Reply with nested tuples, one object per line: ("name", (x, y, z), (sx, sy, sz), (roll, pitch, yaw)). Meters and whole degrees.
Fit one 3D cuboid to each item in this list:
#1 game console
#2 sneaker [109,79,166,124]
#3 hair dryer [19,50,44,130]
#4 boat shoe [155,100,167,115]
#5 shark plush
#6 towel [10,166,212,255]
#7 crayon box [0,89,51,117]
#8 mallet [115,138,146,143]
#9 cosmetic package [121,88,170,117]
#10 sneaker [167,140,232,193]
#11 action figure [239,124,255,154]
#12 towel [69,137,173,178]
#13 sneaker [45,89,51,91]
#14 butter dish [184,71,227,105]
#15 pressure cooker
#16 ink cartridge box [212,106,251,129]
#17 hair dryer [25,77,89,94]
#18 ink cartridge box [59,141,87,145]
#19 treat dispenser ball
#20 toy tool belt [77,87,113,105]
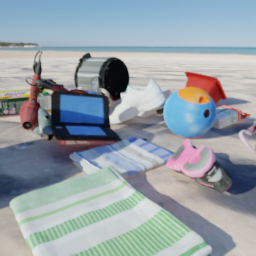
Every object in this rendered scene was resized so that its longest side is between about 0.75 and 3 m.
("game console", (-1.232, -0.337, 7.987), (1.795, 1.065, 1.547), (2, 17, -24))
("sneaker", (0.124, -0.957, 9.909), (2.399, 1.062, 0.903), (-23, 15, 29))
("hair dryer", (-3.508, -1.159, 10.072), (0.774, 2.849, 2.170), (2, -26, -12))
("boat shoe", (2.053, -0.876, 11.229), (2.523, 0.760, 0.899), (-23, 13, -38))
("shark plush", (-2.589, -0.056, 8.715), (0.858, 0.787, 1.889), (-4, 18, -12))
("towel", (-0.432, 1.490, 4.368), (2.128, 0.326, 2.790), (-14, 25, -31))
("crayon box", (-4.879, -1.171, 12.220), (2.673, 0.779, 2.306), (-8, 19, -25))
("mallet", (0.097, 0.401, 8.333), (1.001, 0.206, 0.330), (-1, 17, -15))
("cosmetic package", (0.795, -1.169, 12.085), (1.249, 0.898, 2.213), (12, 23, 35))
("sneaker", (1.525, 0.863, 6.035), (0.993, 0.822, 2.081), (38, 1, -7))
("action figure", (4.316, 0.176, 8.106), (1.640, 1.475, 2.202), (-33, -5, 24))
("towel", (-0.132, 0.734, 7.108), (2.263, 0.269, 1.662), (-13, 22, -35))
("sneaker", (-4.838, -2.423, 16.930), (0.514, 0.384, 1.144), (-11, 18, -13))
("butter dish", (3.295, -1.523, 12.699), (1.808, 1.336, 1.803), (23, -12, 41))
("pressure cooker", (-1.351, -2.286, 12.847), (2.279, 2.005, 2.036), (10, -5, 37))
("ink cartridge box", (3.644, -0.496, 10.309), (1.634, 0.411, 0.890), (-20, 24, -21))
("hair dryer", (-2.158, -1.095, 9.856), (2.598, 0.706, 1.979), (18, 9, -2))
("ink cartridge box", (-1.661, 0.236, 8.529), (0.819, 0.345, 0.593), (-2, 18, -8))
("treat dispenser ball", (1.912, -0.470, 8.734), (1.597, 1.597, 1.597), (0, 18, 0))
("toy tool belt", (-1.636, -0.928, 11.375), (1.861, 1.162, 1.143), (10, 49, 31))
